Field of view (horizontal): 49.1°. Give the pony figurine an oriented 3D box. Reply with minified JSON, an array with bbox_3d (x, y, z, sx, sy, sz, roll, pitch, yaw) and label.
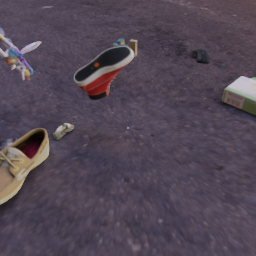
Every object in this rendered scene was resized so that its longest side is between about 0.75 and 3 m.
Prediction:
[{"bbox_3d":[-2.175,-1.413,5.295,0.814,0.978,0.944,-33,34,26],"label":"pony figurine"}]

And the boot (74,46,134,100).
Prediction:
[{"bbox_3d":[-0.466,-1.339,7.141,1.567,1.130,0.567,-30,61,5],"label":"boot"}]

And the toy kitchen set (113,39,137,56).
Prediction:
[{"bbox_3d":[-0.032,-3.872,12.878,1.153,0.679,0.924,14,40,17],"label":"toy kitchen set"}]

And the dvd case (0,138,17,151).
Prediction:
[{"bbox_3d":[-4.096,1.110,6.879,2.545,0.203,1.892,-9,40,-12],"label":"dvd case"}]

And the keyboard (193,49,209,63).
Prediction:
[{"bbox_3d":[3.228,-3.290,12.482,0.698,0.266,1.341,5,37,6],"label":"keyboard"}]

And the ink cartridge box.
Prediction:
[{"bbox_3d":[4.682,-1.270,9.664,1.797,0.592,2.470,30,49,33],"label":"ink cartridge box"}]

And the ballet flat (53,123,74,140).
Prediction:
[{"bbox_3d":[-1.877,0.041,8.174,0.266,0.295,0.785,18,41,30],"label":"ballet flat"}]

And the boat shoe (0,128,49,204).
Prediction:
[{"bbox_3d":[-2.677,0.789,6.525,0.902,0.809,2.437,21,34,5],"label":"boat shoe"}]
